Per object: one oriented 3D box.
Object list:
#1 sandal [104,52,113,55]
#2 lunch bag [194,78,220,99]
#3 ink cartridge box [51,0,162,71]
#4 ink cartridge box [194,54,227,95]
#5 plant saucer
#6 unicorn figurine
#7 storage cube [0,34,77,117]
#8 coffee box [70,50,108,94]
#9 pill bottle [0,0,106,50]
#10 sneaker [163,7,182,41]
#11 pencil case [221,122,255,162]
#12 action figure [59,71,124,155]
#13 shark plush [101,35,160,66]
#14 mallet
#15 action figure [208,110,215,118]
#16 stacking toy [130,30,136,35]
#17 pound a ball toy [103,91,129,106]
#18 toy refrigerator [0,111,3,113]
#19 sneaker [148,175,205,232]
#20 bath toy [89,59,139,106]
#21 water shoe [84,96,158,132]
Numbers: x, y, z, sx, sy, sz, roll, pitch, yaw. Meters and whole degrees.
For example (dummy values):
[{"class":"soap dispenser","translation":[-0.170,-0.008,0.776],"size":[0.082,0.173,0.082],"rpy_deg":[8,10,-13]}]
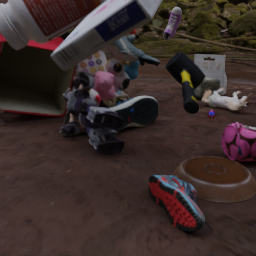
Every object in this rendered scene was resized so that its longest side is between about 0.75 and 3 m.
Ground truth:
[{"class":"sandal","translation":[-0.799,-3.624,11.759],"size":[2.765,0.755,1.130],"rpy_deg":[13,-5,-20]},{"class":"lunch bag","translation":[3.476,-1.895,13.092],"size":[1.320,0.920,1.108],"rpy_deg":[-10,23,-30]},{"class":"ink cartridge box","translation":[-0.176,-1.904,4.516],"size":[1.874,0.413,1.909],"rpy_deg":[-17,37,41]},{"class":"ink cartridge box","translation":[4.025,-2.654,13.765],"size":[1.572,1.939,0.486],"rpy_deg":[14,29,35]},{"class":"plant saucer","translation":[1.719,0.929,5.610],"size":[1.629,0.280,1.629],"rpy_deg":[-1,19,0]},{"class":"unicorn figurine","translation":[3.989,-1.089,11.125],"size":[2.201,0.813,1.512],"rpy_deg":[-4,22,38]},{"class":"storage cube","translation":[-3.419,-2.033,9.936],"size":[2.720,2.325,2.445],"rpy_deg":[4,28,-30]},{"class":"coffee box","translation":[-1.824,-2.267,11.900],"size":[1.685,1.669,1.688],"rpy_deg":[-17,2,-18]},{"class":"pill bottle","translation":[-1.880,-2.919,6.683],"size":[2.482,1.392,1.392],"rpy_deg":[-29,21,0]},{"class":"sneaker","translation":[1.731,-4.032,11.003],"size":[0.458,1.264,0.721],"rpy_deg":[24,47,14]},{"class":"pencil case","translation":[3.305,0.287,6.377],"size":[2.113,0.990,0.959],"rpy_deg":[-2,32,-6]},{"class":"action figure","translation":[-1.171,-0.487,7.606],"size":[1.036,1.943,2.986],"rpy_deg":[-3,26,-34]},{"class":"shark plush","translation":[-0.009,-3.074,10.270],"size":[2.623,1.092,1.192],"rpy_deg":[31,-3,14]},{"class":"mallet","translation":[1.240,-0.770,5.460],"size":[0.869,0.543,2.638],"rpy_deg":[38,25,-17]},{"class":"action figure","translation":[3.035,-0.532,10.178],"size":[0.257,0.203,0.785],"rpy_deg":[3,16,17]},{"class":"stacking toy","translation":[-0.117,-4.265,11.584],"size":[1.066,0.455,0.455],"rpy_deg":[34,11,-16]},{"class":"pound a ball toy","translation":[-0.387,-1.320,11.741],"size":[1.057,0.688,1.620],"rpy_deg":[-8,20,-22]},{"class":"toy refrigerator","translation":[-5.422,-1.357,11.501],"size":[0.978,0.902,2.577],"rpy_deg":[-4,19,-13]},{"class":"sneaker","translation":[0.892,1.110,4.595],"size":[0.682,0.567,1.429],"rpy_deg":[-5,19,-20]},{"class":"bath toy","translation":[-0.734,-1.715,10.593],"size":[2.942,1.279,1.087],"rpy_deg":[-46,17,-30]},{"class":"water shoe","translation":[-0.174,-0.496,8.810],"size":[2.719,0.972,1.073],"rpy_deg":[-16,21,-41]}]
